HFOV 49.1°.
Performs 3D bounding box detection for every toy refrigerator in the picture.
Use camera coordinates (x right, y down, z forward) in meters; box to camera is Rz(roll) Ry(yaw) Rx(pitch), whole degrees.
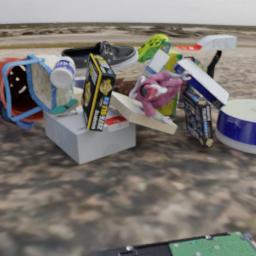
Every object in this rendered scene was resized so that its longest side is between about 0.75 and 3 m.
[{"bbox_3d":[-2.929,-1.313,12.389,2.566,0.974,0.898,19,29,38],"label":"toy refrigerator"}]

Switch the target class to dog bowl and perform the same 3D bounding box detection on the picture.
[{"bbox_3d":[4.324,-0.116,9.373,2.616,1.030,2.616,0,22,0],"label":"dog bowl"}]

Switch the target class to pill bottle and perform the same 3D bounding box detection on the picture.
[{"bbox_3d":[-1.779,-1.564,7.762,0.590,0.590,0.986,-1,37,-3],"label":"pill bottle"}]

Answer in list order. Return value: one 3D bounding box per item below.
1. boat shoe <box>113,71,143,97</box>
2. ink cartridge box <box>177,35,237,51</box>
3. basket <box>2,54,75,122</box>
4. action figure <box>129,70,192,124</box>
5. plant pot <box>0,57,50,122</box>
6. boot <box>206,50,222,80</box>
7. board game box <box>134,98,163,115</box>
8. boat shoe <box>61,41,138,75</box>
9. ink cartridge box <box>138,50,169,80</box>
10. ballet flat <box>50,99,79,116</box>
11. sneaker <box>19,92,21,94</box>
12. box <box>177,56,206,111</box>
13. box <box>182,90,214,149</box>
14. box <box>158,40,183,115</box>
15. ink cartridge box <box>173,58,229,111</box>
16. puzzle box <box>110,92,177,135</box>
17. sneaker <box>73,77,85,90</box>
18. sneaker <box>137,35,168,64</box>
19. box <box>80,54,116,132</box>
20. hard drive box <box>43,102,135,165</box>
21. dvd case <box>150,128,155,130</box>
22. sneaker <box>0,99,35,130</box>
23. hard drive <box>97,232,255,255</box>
[{"bbox_3d":[-0.023,-1.378,10.150,2.377,0.858,0.856,-14,61,1],"label":"boat shoe"},{"bbox_3d":[2.775,-3.099,10.157,1.868,0.441,1.495,0,21,4],"label":"ink cartridge box"},{"bbox_3d":[-2.743,-1.267,8.622,1.481,1.877,2.129,35,42,24],"label":"basket"},{"bbox_3d":[0.717,-1.110,7.625,1.714,1.542,2.301,29,13,14],"label":"action figure"},{"bbox_3d":[-3.713,-1.536,9.815,2.170,2.170,2.111,-19,30,-38],"label":"plant pot"},{"bbox_3d":[3.343,-2.431,10.790,0.303,0.924,0.761,8,58,-11],"label":"boot"},{"bbox_3d":[0.737,-1.313,11.993,0.572,1.221,2.403,-6,22,-20],"label":"board game box"},{"bbox_3d":[-0.982,-2.551,9.685,2.758,0.914,0.964,-8,56,-8],"label":"boat shoe"},{"bbox_3d":[0.832,-1.990,9.357,0.447,0.767,1.061,36,-20,-5],"label":"ink cartridge box"},{"bbox_3d":[-1.940,-0.563,8.715,1.001,0.312,0.338,-31,55,-29],"label":"ballet flat"},{"bbox_3d":[-4.742,-1.590,13.805,0.713,0.411,1.368,14,22,41],"label":"sneaker"},{"bbox_3d":[2.511,-1.610,10.972,0.379,2.009,1.372,6,-4,36],"label":"box"},{"bbox_3d":[2.178,-0.300,8.805,0.366,1.464,1.475,-16,26,-4],"label":"box"},{"bbox_3d":[1.632,-2.148,11.783,0.694,2.867,1.682,-2,23,-8],"label":"box"},{"bbox_3d":[2.410,-1.459,9.258,2.035,0.414,2.039,43,26,5],"label":"ink cartridge box"},{"bbox_3d":[0.310,-0.535,8.739,1.574,0.301,2.366,17,15,-26],"label":"puzzle box"},{"bbox_3d":[-1.617,-2.064,14.331,2.708,1.094,1.564,-3,18,-25],"label":"sneaker"},{"bbox_3d":[1.111,-3.609,12.887,0.784,0.695,1.876,24,-38,-39],"label":"sneaker"},{"bbox_3d":[-0.904,-1.050,7.882,0.492,1.593,1.994,9,25,-19],"label":"box"},{"bbox_3d":[-1.310,-0.003,9.135,2.023,0.997,2.595,-17,28,-33],"label":"hard drive box"},{"bbox_3d":[1.097,-0.121,10.634,0.603,0.091,0.827,-2,21,-4],"label":"dvd case"},{"bbox_3d":[-4.375,-0.520,10.828,0.814,0.904,2.320,-15,48,-44],"label":"sneaker"},{"bbox_3d":[0.947,2.388,3.926,2.634,0.498,1.840,-5,23,-10],"label":"hard drive"}]
